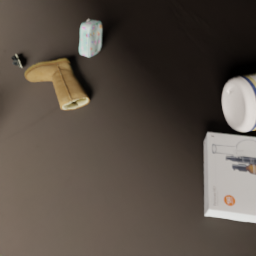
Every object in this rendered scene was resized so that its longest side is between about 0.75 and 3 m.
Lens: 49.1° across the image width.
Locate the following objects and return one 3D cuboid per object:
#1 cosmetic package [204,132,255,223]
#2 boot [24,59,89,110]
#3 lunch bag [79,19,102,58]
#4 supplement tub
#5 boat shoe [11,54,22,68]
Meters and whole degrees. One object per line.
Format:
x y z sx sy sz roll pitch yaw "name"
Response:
3.434 1.493 8.741 2.022 0.693 2.682 5 56 7 "cosmetic package"
-2.804 -1.616 10.856 1.986 0.750 2.268 -22 61 -9 "boot"
-1.567 -3.696 11.526 0.551 1.431 1.147 21 38 17 "lunch bag"
4.860 -0.983 9.676 2.657 1.918 1.918 -10 56 -6 "supplement tub"
-4.759 -2.795 11.897 0.311 0.350 0.937 -25 58 -15 "boat shoe"
